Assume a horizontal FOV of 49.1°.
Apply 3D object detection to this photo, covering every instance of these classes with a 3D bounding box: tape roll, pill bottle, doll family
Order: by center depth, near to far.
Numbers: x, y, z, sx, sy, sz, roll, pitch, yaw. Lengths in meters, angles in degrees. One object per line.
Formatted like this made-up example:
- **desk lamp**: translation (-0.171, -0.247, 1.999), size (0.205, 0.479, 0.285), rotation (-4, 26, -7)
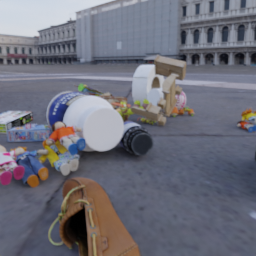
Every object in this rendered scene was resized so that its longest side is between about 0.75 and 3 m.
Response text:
- **doll family**: translation (-2.009, 0.672, 6.228), size (2.231, 1.006, 1.385), rotation (-23, 35, -28)
- **pill bottle**: translation (0.157, 0.288, 7.565), size (0.773, 0.773, 1.382), rotation (-4, 12, -16)
- **pill bottle**: translation (-1.258, -0.205, 7.999), size (1.519, 1.519, 2.734), rotation (-8, 14, -29)
- **doll family**: translation (4.793, -0.350, 10.288), size (1.668, 0.752, 1.035), rotation (-1, 16, -10)
- **pill bottle**: translation (1.755, -1.306, 12.830), size (1.745, 0.989, 0.989), rotation (0, 11, -41)
- **tape roll**: translation (1.005, -1.936, 13.613), size (0.780, 2.231, 2.231), rotation (7, 16, 28)

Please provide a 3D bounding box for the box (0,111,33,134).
- **box**: translation (-4.645, -0.252, 10.677), size (1.200, 0.379, 2.181), rotation (1, 14, 5)

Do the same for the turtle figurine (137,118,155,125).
- **turtle figurine**: translation (0.735, -0.279, 11.086), size (0.610, 0.244, 0.757), rotation (17, 20, 31)

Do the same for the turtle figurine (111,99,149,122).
- **turtle figurine**: translation (-0.142, -0.590, 10.817), size (2.016, 0.805, 2.500), rotation (-19, -3, -30)

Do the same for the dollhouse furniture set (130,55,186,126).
- **dollhouse furniture set**: translation (1.147, -1.282, 10.778), size (1.216, 1.424, 2.747), rotation (19, 58, 21)

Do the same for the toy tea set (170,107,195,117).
- **toy tea set**: translation (2.385, -0.649, 12.547), size (1.195, 0.442, 0.710), rotation (-2, -16, 6)

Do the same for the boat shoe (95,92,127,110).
- **boat shoe**: translation (-0.992, -1.285, 13.384), size (2.106, 0.756, 0.798), rotation (13, -12, 12)

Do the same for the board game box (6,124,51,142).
- **board game box**: translation (-3.199, 0.136, 9.054), size (1.292, 0.399, 1.293), rotation (-4, 14, -19)

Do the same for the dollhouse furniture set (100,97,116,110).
- **dollhouse furniture set**: translation (-1.325, -0.673, 11.803), size (1.990, 1.031, 0.881), rotation (14, 60, 42)

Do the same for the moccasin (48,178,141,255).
- **moccasin**: translation (-0.617, 1.308, 3.819), size (0.821, 0.777, 2.126), rotation (3, 21, -26)

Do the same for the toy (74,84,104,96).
- **toy**: translation (-1.897, -1.809, 15.858), size (1.357, 0.556, 2.357), rotation (13, -9, 40)
